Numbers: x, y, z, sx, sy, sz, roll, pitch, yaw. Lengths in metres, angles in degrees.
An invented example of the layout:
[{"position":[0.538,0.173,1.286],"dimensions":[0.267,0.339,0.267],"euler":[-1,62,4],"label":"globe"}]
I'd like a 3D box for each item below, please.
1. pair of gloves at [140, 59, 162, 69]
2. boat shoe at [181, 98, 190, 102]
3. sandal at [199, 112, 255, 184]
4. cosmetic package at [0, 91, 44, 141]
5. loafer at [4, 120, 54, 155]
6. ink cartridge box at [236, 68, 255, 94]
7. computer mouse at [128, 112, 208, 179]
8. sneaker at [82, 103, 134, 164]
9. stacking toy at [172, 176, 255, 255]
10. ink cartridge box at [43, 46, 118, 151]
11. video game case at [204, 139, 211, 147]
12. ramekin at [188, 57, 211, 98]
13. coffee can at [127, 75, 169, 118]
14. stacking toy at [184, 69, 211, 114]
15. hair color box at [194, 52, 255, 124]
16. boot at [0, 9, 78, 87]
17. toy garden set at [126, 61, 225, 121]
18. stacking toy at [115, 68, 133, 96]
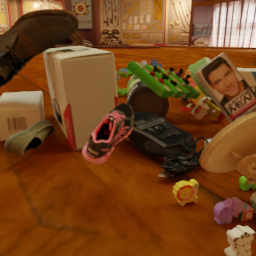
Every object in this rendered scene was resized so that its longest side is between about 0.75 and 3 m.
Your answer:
[{"position":[0.820,-2.097,9.886],"dimensions":[0.917,0.737,0.104],"euler":[-12,-16,-24],"label":"pair of gloves"},{"position":[2.121,-1.082,10.436],"dimensions":[0.250,0.264,0.755],"euler":[-9,11,5],"label":"boat shoe"},{"position":[2.356,0.479,4.238],"dimensions":[2.958,1.085,0.973],"euler":[2,34,-43],"label":"sandal"},{"position":[-2.976,-0.414,7.806],"dimensions":[1.180,0.848,2.091],"euler":[-4,19,-12],"label":"cosmetic package"},{"position":[-1.967,0.245,5.894],"dimensions":[0.452,0.488,1.298],"euler":[32,34,12],"label":"loafer"},{"position":[4.046,-1.274,9.437],"dimensions":[0.984,1.361,0.573],"euler":[7,23,19],"label":"ink cartridge box"},{"position":[0.720,0.352,6.156],"dimensions":[1.592,0.606,2.299],"euler":[-16,35,-33],"label":"computer mouse"},{"position":[-0.245,-0.031,4.395],"dimensions":[0.498,0.601,1.260],"euler":[25,52,10],"label":"sneaker"},{"position":[1.754,1.124,4.120],"dimensions":[1.786,0.420,1.346],"euler":[-6,21,-19],"label":"stacking toy"},{"position":[-1.324,-0.966,7.408],"dimensions":[1.205,2.121,2.910],"euler":[-13,22,-20],"label":"ink cartridge box"},{"position":[2.410,0.431,6.333],"dimensions":[0.998,0.227,0.904],"euler":[-11,23,-27],"label":"video game case"},{"position":[2.368,-1.522,8.317],"dimensions":[0.566,1.159,1.159],"euler":[-34,2,30],"label":"ramekin"},{"position":[0.540,-0.925,8.271],"dimensions":[1.131,1.131,1.545],"euler":[0,27,0],"label":"coffee can"},{"position":[2.672,-1.166,9.673],"dimensions":[1.597,1.597,2.185],"euler":[5,41,13],"label":"stacking toy"},{"position":[2.623,-0.997,7.359],"dimensions":[0.871,1.760,0.534],"euler":[-37,1,8],"label":"hair color box"},{"position":[-2.531,-1.710,6.632],"dimensions":[2.996,1.119,1.452],"euler":[-16,57,14],"label":"boot"},{"position":[1.595,-1.083,7.813],"dimensions":[2.348,0.562,2.817],"euler":[44,25,20],"label":"toy garden set"},{"position":[-1.070,-2.029,10.634],"dimensions":[2.634,0.619,1.986],"euler":[11,-15,-3],"label":"stacking toy"}]
